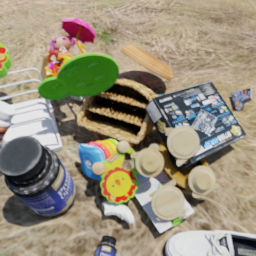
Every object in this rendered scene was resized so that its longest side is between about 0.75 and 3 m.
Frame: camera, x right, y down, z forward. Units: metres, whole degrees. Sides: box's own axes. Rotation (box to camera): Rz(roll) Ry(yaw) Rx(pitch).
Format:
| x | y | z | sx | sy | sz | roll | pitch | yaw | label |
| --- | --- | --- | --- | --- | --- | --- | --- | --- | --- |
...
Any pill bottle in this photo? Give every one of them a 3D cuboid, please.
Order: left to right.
| x | y | z | sx | sy | sz | roll | pitch | yaw | label |
| --- | --- | --- | --- | --- | --- | --- | --- | --- | --- |
| -3.950 | -0.051 | 8.238 | 0.792 | 1.388 | 0.792 | 33 | 16 | -11 | pill bottle |
| -2.501 | 1.411 | 7.878 | 1.493 | 2.670 | 1.493 | -4 | 55 | 5 | pill bottle |
| -0.626 | 3.463 | 7.513 | 0.567 | 0.567 | 1.014 | 8 | 42 | 7 | pill bottle |

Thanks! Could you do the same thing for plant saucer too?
| x | y | z | sx | sy | sz | roll | pitch | yaw | label |
| --- | --- | --- | --- | --- | --- | --- | --- | --- | --- |
| 0.871 | -2.839 | 11.874 | 2.500 | 0.468 | 2.500 | 29 | 17 | -10 | plant saucer |

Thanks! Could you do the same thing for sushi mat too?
| x | y | z | sx | sy | sz | roll | pitch | yaw | label |
| --- | --- | --- | --- | --- | --- | --- | --- | --- | --- |
| -3.570 | -2.258 | 11.759 | 0.102 | 1.682 | 0.804 | 17 | 23 | -2 | sushi mat |

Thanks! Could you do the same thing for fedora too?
| x | y | z | sx | sy | sz | roll | pitch | yaw | label |
| --- | --- | --- | --- | --- | --- | --- | --- | --- | --- |
| 1.711 | 1.291 | 9.177 | 2.006 | 0.818 | 2.006 | 16 | 46 | -17 | fedora |

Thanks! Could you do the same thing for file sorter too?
| x | y | z | sx | sy | sz | roll | pitch | yaw | label |
| --- | --- | --- | --- | --- | --- | --- | --- | --- | --- |
| -3.844 | -0.536 | 10.331 | 2.021 | 1.813 | 2.912 | -16 | 50 | -13 | file sorter |

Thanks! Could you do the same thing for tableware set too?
| x | y | z | sx | sy | sz | roll | pitch | yaw | label |
| --- | --- | --- | --- | --- | --- | --- | --- | --- | --- |
| 1.357 | 1.275 | 8.036 | 2.117 | 0.294 | 2.534 | -24 | 90 | -7 | tableware set |

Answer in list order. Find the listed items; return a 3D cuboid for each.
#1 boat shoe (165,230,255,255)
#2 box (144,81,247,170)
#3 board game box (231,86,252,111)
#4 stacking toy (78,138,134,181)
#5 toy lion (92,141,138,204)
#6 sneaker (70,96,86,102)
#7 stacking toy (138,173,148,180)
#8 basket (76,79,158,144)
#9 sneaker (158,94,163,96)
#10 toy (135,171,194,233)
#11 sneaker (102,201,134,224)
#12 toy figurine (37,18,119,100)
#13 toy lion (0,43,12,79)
| x | y | z | sx | sy | sz | roll | pitch | yaw | label |
| --- | --- | --- | --- | --- | --- | --- | --- | --- | --- |
| 2.527 | 3.184 | 7.528 | 2.985 | 0.976 | 1.098 | 0 | 48 | 0 | boat shoe |
| 2.346 | -0.216 | 9.496 | 2.989 | 0.688 | 2.376 | -19 | 73 | -34 | box |
| 4.741 | -1.189 | 11.665 | 0.277 | 0.899 | 0.898 | 32 | 55 | -29 | board game box |
| -0.554 | 0.806 | 9.694 | 1.255 | 1.187 | 2.163 | 9 | 24 | 43 | stacking toy |
| -0.247 | 1.403 | 8.449 | 1.572 | 0.540 | 1.506 | -41 | 91 | -14 | toy lion |
| -2.114 | -1.393 | 11.968 | 0.926 | 0.322 | 0.461 | 24 | 45 | 38 | sneaker |
| 0.712 | 1.136 | 8.621 | 0.600 | 1.034 | 0.568 | -25 | 79 | -31 | stacking toy |
| -0.288 | -0.761 | 10.115 | 2.527 | 1.804 | 1.883 | 19 | 22 | 18 | basket |
| 1.565 | -0.888 | 11.337 | 2.168 | 0.774 | 0.866 | 28 | 50 | 18 | sneaker |
| 0.926 | 2.169 | 8.738 | 1.204 | 0.493 | 2.090 | -26 | 47 | -15 | toy |
| -0.354 | 2.544 | 8.313 | 0.664 | 0.423 | 1.148 | -12 | 27 | -30 | sneaker |
| -1.954 | -2.559 | 9.705 | 2.766 | 2.077 | 2.546 | -21 | 63 | 4 | toy figurine |
| -5.893 | -2.231 | 10.164 | 2.899 | 0.995 | 2.779 | 15 | 63 | 5 | toy lion |
